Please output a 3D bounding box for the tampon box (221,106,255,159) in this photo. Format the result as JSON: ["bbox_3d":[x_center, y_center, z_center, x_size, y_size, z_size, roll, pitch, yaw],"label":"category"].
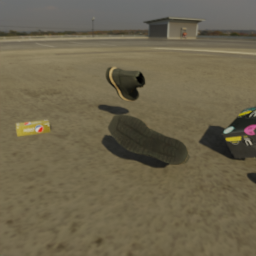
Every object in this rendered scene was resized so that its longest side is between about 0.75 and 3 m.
[{"bbox_3d":[4.095,0.096,9.060,1.627,1.027,1.219,-39,13,-30],"label":"tampon box"}]

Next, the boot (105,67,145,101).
[{"bbox_3d":[0.241,-1.576,10.925,1.457,0.816,2.107,11,-13,35],"label":"boot"}]

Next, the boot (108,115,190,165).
[{"bbox_3d":[0.685,0.494,8.486,2.439,0.945,1.687,30,0,21],"label":"boot"}]

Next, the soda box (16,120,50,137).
[{"bbox_3d":[-3.940,0.008,11.613,1.312,0.444,0.420,-8,23,-21],"label":"soda box"}]
